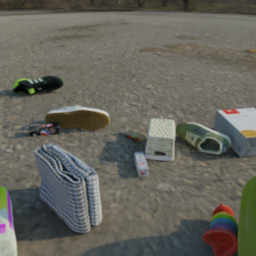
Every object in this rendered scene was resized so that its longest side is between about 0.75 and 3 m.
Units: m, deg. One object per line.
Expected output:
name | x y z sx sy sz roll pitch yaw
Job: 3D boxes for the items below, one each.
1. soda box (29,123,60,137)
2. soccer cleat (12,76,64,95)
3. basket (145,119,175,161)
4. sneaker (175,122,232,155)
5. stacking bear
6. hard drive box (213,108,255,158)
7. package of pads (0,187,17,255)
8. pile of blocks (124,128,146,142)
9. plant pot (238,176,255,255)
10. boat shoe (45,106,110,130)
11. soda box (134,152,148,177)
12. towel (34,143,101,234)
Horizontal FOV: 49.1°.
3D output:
soda box | -3.134 0.062 10.536 1.068 0.338 0.378 -6 31 -9
soccer cleat | -4.483 -2.047 13.988 2.528 0.853 1.024 -3 39 7
basket | 1.095 0.352 9.468 0.955 0.869 1.409 4 29 6
sneaker | 2.459 0.370 9.612 2.000 0.671 0.898 19 29 25
stacking bear | 2.137 2.187 6.308 0.654 0.698 1.149 -37 5 27
hard drive box | 4.270 0.106 9.998 1.594 0.785 2.045 -5 29 -10
package of pads | -3.731 2.291 6.039 2.347 0.801 1.814 -12 31 -21
pile of blocks | 0.223 0.302 10.225 1.055 0.433 0.328 25 80 52
plant pot | 2.808 2.231 4.841 2.083 2.083 2.226 16 43 26
boat shoe | -1.925 -0.500 10.974 2.549 0.902 0.883 3 30 7
soda box | 0.399 1.122 8.657 0.289 0.311 0.910 -4 29 -7
towel | -1.522 1.414 6.799 0.844 1.634 1.973 -29 40 -35
